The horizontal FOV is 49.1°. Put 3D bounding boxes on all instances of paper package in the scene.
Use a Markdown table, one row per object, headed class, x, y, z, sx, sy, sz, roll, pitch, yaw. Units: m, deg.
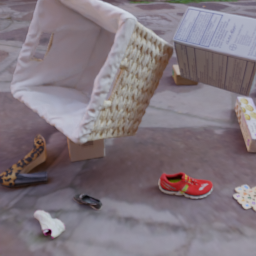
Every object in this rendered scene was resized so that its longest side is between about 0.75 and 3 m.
| class | x | y | z | sx | sy | sz | roll | pitch | yaw |
| --- | --- | --- | --- | --- | --- | --- | --- | --- | --- |
| paper package | 2.674 | -2.500 | 13.168 | 1.078 | 0.585 | 1.131 | -1 | 35 | -2 |

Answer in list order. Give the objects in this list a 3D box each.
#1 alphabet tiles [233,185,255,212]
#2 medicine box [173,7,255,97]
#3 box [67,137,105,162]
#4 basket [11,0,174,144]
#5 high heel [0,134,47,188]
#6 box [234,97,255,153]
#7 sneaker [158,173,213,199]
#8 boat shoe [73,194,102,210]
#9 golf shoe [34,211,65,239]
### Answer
| class | x | y | z | sx | sy | sz | roll | pitch | yaw |
| --- | --- | --- | --- | --- | --- | --- | --- | --- | --- |
| alphabet tiles | 3.207 | 1.830 | 7.299 | 0.816 | 0.061 | 0.834 | -14 | 37 | -18 |
| medicine box | 2.234 | -1.806 | 6.824 | 1.950 | 1.776 | 1.004 | 22 | 79 | 22 |
| box | -1.503 | -0.208 | 9.084 | 1.094 | 1.396 | 2.245 | -8 | 35 | -12 |
| basket | -0.900 | -1.465 | 6.861 | 2.824 | 2.799 | 2.271 | 33 | 17 | 29 |
| high heel | -3.072 | 0.867 | 8.111 | 1.360 | 0.681 | 1.908 | -3 | 43 | -16 |
| box | 4.275 | -0.200 | 9.832 | 0.581 | 0.543 | 2.804 | 5 | 35 | 8 |
| sneaker | 1.523 | 1.462 | 7.348 | 1.432 | 0.608 | 0.551 | 2 | 34 | 3 |
| boat shoe | -1.029 | 1.825 | 7.147 | 0.840 | 0.239 | 0.281 | 16 | 37 | 22 |
| golf shoe | -1.903 | 2.227 | 6.494 | 0.900 | 0.339 | 0.412 | 18 | 41 | 26 |
